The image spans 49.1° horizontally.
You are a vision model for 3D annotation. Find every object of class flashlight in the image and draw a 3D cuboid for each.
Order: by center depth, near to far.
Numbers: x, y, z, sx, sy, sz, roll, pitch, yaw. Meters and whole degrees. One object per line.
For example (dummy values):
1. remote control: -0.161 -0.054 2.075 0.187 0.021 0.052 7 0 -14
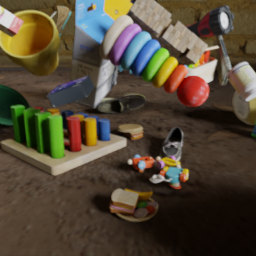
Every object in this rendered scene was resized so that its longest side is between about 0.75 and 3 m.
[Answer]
1. flashlight: 2.302 -3.515 9.889 0.909 0.913 2.686 -4 7 -38

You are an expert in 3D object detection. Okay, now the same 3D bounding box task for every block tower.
1. block tower: 0.939 -2.525 7.248 2.266 0.655 0.612 35 -4 -16

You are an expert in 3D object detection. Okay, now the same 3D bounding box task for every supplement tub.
1. supplement tub: 2.801 -1.097 6.692 0.574 0.791 0.574 -24 -19 -9

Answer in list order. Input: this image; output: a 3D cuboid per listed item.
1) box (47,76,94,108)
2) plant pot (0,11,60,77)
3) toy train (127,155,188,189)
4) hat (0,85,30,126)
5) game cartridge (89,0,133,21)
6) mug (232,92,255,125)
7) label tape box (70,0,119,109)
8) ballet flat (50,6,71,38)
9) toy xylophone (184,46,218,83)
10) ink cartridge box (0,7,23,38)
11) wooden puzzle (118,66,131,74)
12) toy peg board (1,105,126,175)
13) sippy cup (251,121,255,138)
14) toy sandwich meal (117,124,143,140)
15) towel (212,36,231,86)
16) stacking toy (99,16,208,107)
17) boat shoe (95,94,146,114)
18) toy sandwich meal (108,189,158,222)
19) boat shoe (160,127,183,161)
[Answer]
1. box: -1.326 -0.848 6.533 0.903 0.356 0.637 -14 28 19
2. plant pot: -3.305 -2.793 9.971 1.915 1.915 1.802 0 -20 0
3. toy train: 0.668 1.004 6.255 1.140 0.422 1.518 -6 15 -15
4. hat: -5.136 -0.333 10.754 1.992 2.117 2.405 5 44 -43
5. game cartridge: -0.482 -4.061 11.478 2.221 2.519 0.409 -26 28 -36
6. mug: 5.087 -1.068 10.097 2.044 1.994 2.490 -11 -16 -8
7. label tape box: -0.854 -2.326 8.375 0.913 2.884 2.080 18 35 7
8. ballet flat: -3.441 -4.568 13.029 0.830 2.294 0.778 19 13 -24
9. toy xylophone: 2.502 -2.120 9.864 0.540 1.575 2.151 29 32 35
10. ink cartridge box: -3.354 -2.831 7.089 1.181 0.399 0.688 29 -9 -33
11. wooden puzzle: -0.199 -3.455 12.335 1.392 2.348 0.165 -44 32 -18
12. toy peg board: -1.844 -0.019 8.005 2.608 1.276 2.597 15 23 38
13. sippy cup: 4.390 -0.010 9.031 0.686 0.641 0.874 -14 23 -36
14. toy sandwich meal: 0.080 0.121 9.224 0.947 0.324 0.947 -2 14 0
15. towel: 3.537 -2.638 10.832 0.310 1.729 1.795 -14 -14 10
16. stacking toy: 0.676 -1.393 6.449 2.630 1.123 1.123 35 23 3
17. boat shoe: -0.290 -0.939 11.945 2.203 0.806 0.714 -10 24 -3
18. toy sandwich meal: 0.102 1.376 5.157 0.914 0.313 0.914 0 17 0
19. boat shoe: 1.236 0.429 7.873 0.578 0.492 1.728 5 18 14
